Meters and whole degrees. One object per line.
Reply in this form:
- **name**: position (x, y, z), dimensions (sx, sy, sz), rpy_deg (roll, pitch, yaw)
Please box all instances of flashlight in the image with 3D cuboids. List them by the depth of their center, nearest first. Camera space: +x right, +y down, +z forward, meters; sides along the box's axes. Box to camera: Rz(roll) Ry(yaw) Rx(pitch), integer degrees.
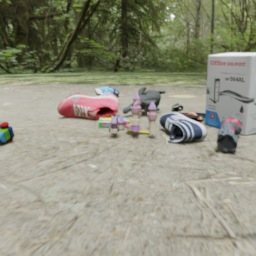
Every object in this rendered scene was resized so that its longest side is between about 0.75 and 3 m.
- **flashlight**: position (3.425, 0.211, 9.408), dimensions (0.771, 0.774, 2.277), rpy_deg (3, 18, 20)

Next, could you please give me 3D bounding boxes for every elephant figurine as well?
- **elephant figurine**: position (0.796, -1.308, 13.861), dimensions (1.368, 1.501, 1.934), rpy_deg (14, 9, 26)

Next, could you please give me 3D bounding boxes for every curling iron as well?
- **curling iron**: position (3.124, -0.715, 13.324), dimensions (2.471, 0.613, 0.316), rpy_deg (16, 31, 36)

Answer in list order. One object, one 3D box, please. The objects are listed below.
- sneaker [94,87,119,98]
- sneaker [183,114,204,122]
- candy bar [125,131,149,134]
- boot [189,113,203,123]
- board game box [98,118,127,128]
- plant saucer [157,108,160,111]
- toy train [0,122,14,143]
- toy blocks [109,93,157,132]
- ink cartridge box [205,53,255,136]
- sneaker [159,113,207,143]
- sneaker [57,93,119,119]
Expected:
- **sneaker**: position (-1.007, -1.802, 15.466), dimensions (1.164, 1.015, 2.589), rpy_deg (-27, 32, -9)
- **sneaker**: position (2.467, -0.335, 11.872), dimensions (1.342, 0.403, 0.700), rpy_deg (-11, 18, -10)
- **candy bar**: position (0.354, 0.179, 10.708), dimensions (0.923, 0.102, 0.230), rpy_deg (-1, 12, 0)
- **boot**: position (2.869, -0.450, 12.687), dimensions (0.521, 0.364, 0.971), rpy_deg (-11, 19, -21)
- **board game box**: position (-0.647, -0.218, 11.966), dimensions (1.187, 0.239, 0.909), rpy_deg (-1, 15, -3)
- **plant saucer**: position (1.298, -1.173, 15.854), dimensions (0.579, 0.157, 1.656), rpy_deg (-3, 16, -11)
- **toy train**: position (-4.831, 0.255, 9.486), dimensions (1.654, 0.700, 0.957), rpy_deg (4, 29, 16)
- **toy blocks**: position (0.220, -0.625, 10.626), dimensions (1.749, 1.473, 1.635), rpy_deg (0, 5, 3)
- **ink cartridge box**: position (4.266, -1.432, 11.119), dimensions (1.248, 2.960, 2.161), rpy_deg (-11, 17, -28)
- **sneaker**: position (1.629, -0.039, 10.207), dimensions (1.211, 0.783, 2.233), rpy_deg (-8, 19, -34)
- **sneaker**: position (-1.857, -0.937, 13.139), dimensions (2.967, 1.094, 1.287), rpy_deg (-7, 32, -4)
